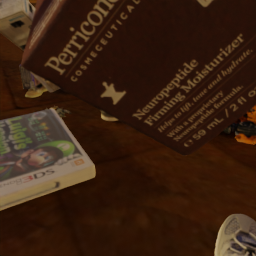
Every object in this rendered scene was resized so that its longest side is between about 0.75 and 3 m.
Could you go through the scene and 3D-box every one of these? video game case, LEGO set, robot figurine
[{"bbox_3d":[-2.432,0.527,5.735,2.660,0.342,2.926,-16,32,-23],"label":"video game case"},{"bbox_3d":[-1.997,-0.445,7.767,1.023,0.290,0.664,23,36,36],"label":"LEGO set"},{"bbox_3d":[2.464,-0.431,7.095,1.959,0.786,2.702,-29,38,-32],"label":"robot figurine"}]

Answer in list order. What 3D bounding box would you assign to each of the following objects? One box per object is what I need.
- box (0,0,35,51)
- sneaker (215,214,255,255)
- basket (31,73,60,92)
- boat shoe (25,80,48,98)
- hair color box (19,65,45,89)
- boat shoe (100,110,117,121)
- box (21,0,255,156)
[{"bbox_3d":[-2.929,-2.876,8.026,1.068,0.551,1.832,-15,-16,11],"label":"box"},{"bbox_3d":[1.434,1.657,3.184,0.741,0.813,1.983,6,28,12],"label":"sneaker"},{"bbox_3d":[-1.582,-1.365,5.952,0.677,0.834,0.842,-15,56,14],"label":"basket"},{"bbox_3d":[-3.018,-1.312,9.355,0.405,0.349,1.110,12,30,22],"label":"boat shoe"},{"bbox_3d":[-3.355,-2.076,10.259,0.509,0.859,1.571,3,28,6],"label":"hair color box"},{"bbox_3d":[0.306,-0.898,8.144,2.582,0.736,0.863,-23,35,-36],"label":"boat shoe"},{"bbox_3d":[0.417,-1.416,3.731,2.626,2.179,2.157,28,32,-31],"label":"box"}]
